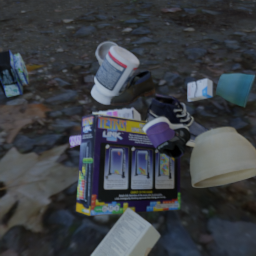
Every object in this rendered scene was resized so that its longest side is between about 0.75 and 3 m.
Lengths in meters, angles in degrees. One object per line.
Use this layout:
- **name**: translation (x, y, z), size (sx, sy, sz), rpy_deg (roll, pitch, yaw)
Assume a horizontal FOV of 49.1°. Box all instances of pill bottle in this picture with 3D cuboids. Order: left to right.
- **pill bottle**: translation (-0.484, -1.619, 8.895), size (1.007, 1.685, 1.007), rpy_deg (26, 29, -16)

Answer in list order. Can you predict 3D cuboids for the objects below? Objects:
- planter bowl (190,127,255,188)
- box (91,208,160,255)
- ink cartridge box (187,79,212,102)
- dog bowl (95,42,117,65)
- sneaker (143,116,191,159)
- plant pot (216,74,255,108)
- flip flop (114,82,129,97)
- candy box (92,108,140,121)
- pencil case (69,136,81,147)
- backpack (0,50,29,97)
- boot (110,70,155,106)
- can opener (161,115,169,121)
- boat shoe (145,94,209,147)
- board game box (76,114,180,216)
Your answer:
- **planter bowl**: translation (2.481, 0.748, 7.463), size (1.865, 1.865, 1.255), rpy_deg (-7, 67, -8)
- **box**: translation (-0.146, 2.597, 5.826), size (1.611, 0.626, 0.765), rpy_deg (-48, 43, -17)
- **ink cartridge box**: translation (1.825, -0.980, 7.396), size (0.257, 0.440, 0.759), rpy_deg (14, -15, -40)
- **dog bowl**: translation (-0.665, -2.512, 9.519), size (0.907, 0.266, 0.907), rpy_deg (1, 78, -3)
- **sneaker**: translation (1.016, 0.366, 6.425), size (1.876, 0.710, 0.821), rpy_deg (13, 47, -55)
- **plant pot**: translation (4.211, -1.593, 11.117), size (1.209, 1.287, 1.287), rpy_deg (19, 44, 22)
- **flip flop**: translation (-0.563, -1.681, 10.726), size (0.929, 0.659, 2.290), rpy_deg (-50, 37, -3)
- **candy box**: translation (-0.317, -0.231, 8.346), size (1.224, 1.026, 0.438), rpy_deg (-6, 80, 13)
- **pencil case**: translation (-1.443, 0.404, 8.871), size (0.829, 0.354, 0.348), rpy_deg (-6, -2, 19)
- **backpack**: translation (-4.988, -2.264, 12.030), size (1.266, 1.723, 1.577), rpy_deg (-13, 44, -16)
- **boot**: translation (0.102, -1.242, 8.679), size (1.592, 0.772, 0.595), rpy_deg (-22, 32, -24)
- **can opener**: translation (0.889, 0.340, 8.898), size (0.625, 1.589, 0.504), rpy_deg (3, 17, -45)
- **boat shoe**: translation (1.867, -0.280, 9.879), size (2.647, 1.227, 0.988), rpy_deg (20, 43, 15)
- **board game box**: translation (0.117, 0.946, 7.006), size (2.693, 2.226, 0.763), rpy_deg (9, -12, -34)
